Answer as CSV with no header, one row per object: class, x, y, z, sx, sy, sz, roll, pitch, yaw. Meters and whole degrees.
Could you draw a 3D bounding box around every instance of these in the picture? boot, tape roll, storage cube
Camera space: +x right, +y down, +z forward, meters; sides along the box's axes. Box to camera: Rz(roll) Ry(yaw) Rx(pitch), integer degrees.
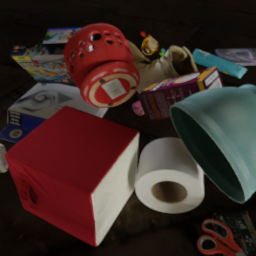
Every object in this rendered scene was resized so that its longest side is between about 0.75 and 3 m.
boot,0.771,-1.844,8.279,1.035,2.221,2.872,-30,84,-27
tape roll,0.961,1.095,6.418,1.494,1.494,1.026,7,40,8
storage cube,-1.078,1.003,6.224,1.999,1.901,2.224,19,43,20

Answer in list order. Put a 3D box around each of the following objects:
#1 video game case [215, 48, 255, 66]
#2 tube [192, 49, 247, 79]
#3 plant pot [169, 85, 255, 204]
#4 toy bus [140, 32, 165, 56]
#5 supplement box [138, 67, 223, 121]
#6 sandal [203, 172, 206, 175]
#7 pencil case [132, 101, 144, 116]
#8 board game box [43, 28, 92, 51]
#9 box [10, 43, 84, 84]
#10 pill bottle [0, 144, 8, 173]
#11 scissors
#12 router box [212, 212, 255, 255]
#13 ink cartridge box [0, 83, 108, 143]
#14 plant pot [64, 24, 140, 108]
video game case,5.190,-3.225,12.728,2.064,0.196,1.475,-1,39,-3
tube,3.817,-2.716,11.878,2.270,0.572,0.879,29,55,24
plant pot,1.893,0.085,5.020,1.376,2.054,2.054,-34,46,-4
toy bus,0.951,-3.713,12.924,1.308,0.676,1.234,-1,56,-48
supplement box,1.268,-0.791,6.778,1.781,0.763,0.983,-8,22,42
sandal,2.596,0.822,7.535,2.206,0.542,0.898,-16,27,-25
pencil case,0.687,-0.920,9.480,1.232,0.533,0.510,-41,19,-25
board game box,-2.916,-4.297,13.800,2.290,0.471,2.284,-4,39,-5
box,-2.178,-1.951,8.695,2.314,1.581,0.436,4,69,19
pill bottle,-3.900,0.894,7.247,1.338,0.743,0.743,-9,40,-11
scissors,2.118,2.337,5.235,1.989,0.139,0.728,11,62,54
router box,2.293,2.292,5.878,0.770,0.319,1.028,-2,40,-3
ink cartridge box,-2.294,-0.444,8.941,2.732,0.556,2.738,12,42,12
plant pot,-0.595,-1.339,6.502,1.571,1.571,1.431,-12,59,-14
